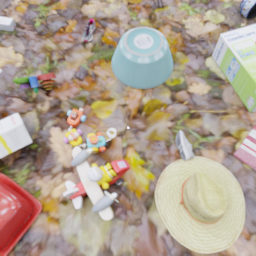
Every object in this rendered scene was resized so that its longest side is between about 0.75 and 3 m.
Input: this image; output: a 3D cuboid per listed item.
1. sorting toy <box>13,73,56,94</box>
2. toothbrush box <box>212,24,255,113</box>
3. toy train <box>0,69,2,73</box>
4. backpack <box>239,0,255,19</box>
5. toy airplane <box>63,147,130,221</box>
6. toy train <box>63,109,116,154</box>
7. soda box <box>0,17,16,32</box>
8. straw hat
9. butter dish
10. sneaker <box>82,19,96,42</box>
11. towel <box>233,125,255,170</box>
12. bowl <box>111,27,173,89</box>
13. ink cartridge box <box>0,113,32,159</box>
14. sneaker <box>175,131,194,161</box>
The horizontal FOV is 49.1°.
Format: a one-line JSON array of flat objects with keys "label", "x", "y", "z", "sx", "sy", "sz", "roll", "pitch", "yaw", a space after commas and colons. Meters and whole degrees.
[{"label": "sorting toy", "x": -3.266, "y": -1.533, "z": 9.918, "sx": 1.476, "sy": 0.887, "sz": 0.606, "roll": -10, "pitch": 105, "yaw": -6}, {"label": "toothbrush box", "x": 4.697, "y": -2.230, "z": 10.025, "sx": 2.052, "sy": 1.213, "sz": 2.818, "roll": -18, "pitch": 62, "yaw": -9}, {"label": "toy train", "x": -5.214, "y": -1.553, "z": 10.149, "sx": 1.150, "sy": 0.426, "sz": 1.531, "roll": 14, "pitch": 64, "yaw": 2}, {"label": "backpack", "x": 5.146, "y": -5.133, "z": 11.701, "sx": 0.803, "sy": 1.042, "sz": 0.993, "roll": 38, "pitch": 74, "yaw": 24}, {"label": "toy airplane", "x": -1.029, "y": 1.506, "z": 8.032, "sx": 1.838, "sy": 1.297, "sz": 1.830, "roll": 16, "pitch": 64, "yaw": 8}, {"label": "toy train", "x": -1.388, "y": 0.044, "z": 9.232, "sx": 1.860, "sy": 0.517, "sz": 1.397, "roll": 24, "pitch": 65, "yaw": 12}, {"label": "soda box", "x": -5.320, "y": -4.330, "z": 11.588, "sx": 1.173, "sy": 0.373, "sz": 0.399, "roll": 10, "pitch": 63, "yaw": 6}, {"label": "straw hat", "x": 2.179, "y": 1.926, "z": 7.867, "sx": 2.871, "sy": 1.215, "sz": 2.871, "roll": 0, "pitch": 63, "yaw": 0}, {"label": "butter dish", "x": -3.724, "y": 2.268, "z": 7.551, "sx": 1.947, "sy": 1.443, "sz": 1.952, "roll": 32, "pitch": 67, "yaw": 14}, {"label": "sneaker", "x": -1.627, "y": -3.936, "z": 11.368, "sx": 0.434, "sy": 0.402, "sz": 1.076, "roll": 9, "pitch": 63, "yaw": 5}, {"label": "towel", "x": 4.496, "y": 0.635, "z": 9.109, "sx": 1.362, "sy": 0.215, "sz": 1.891, "roll": 37, "pitch": 67, "yaw": 19}, {"label": "bowl", "x": 0.539, "y": -2.740, "z": 10.277, "sx": 2.382, "sy": 1.246, "sz": 2.382, "roll": 0, "pitch": 64, "yaw": 0}, {"label": "ink cartridge box", "x": -3.976, "y": 0.367, "z": 8.569, "sx": 1.760, "sy": 0.734, "sz": 1.277, "roll": -29, "pitch": 29, "yaw": -17}, {"label": "sneaker", "x": 1.847, "y": 0.576, "z": 9.100, "sx": 0.422, "sy": 0.385, "sz": 1.030, "roll": -1, "pitch": 64, "yaw": -21}]
